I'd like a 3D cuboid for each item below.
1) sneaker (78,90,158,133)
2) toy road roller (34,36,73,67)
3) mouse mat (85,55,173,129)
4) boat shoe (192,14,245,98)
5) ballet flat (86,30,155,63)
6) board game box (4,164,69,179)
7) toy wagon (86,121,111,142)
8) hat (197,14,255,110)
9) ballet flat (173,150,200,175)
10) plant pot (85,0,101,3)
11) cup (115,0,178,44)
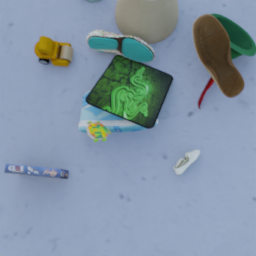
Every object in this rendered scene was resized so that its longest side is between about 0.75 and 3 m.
[{"bbox_3d":[-0.364,-0.761,9.656,2.727,1.085,1.780,-2,79,-1],"label":"sneaker"},{"bbox_3d":[-2.724,-2.802,10.133,1.335,0.974,0.820,6,78,1],"label":"toy road roller"},{"bbox_3d":[0.158,-1.370,9.584,2.364,0.111,2.938,22,51,4],"label":"mouse mat"},{"bbox_3d":[2.660,-2.186,8.591,0.987,0.984,2.735,-34,115,11],"label":"boat shoe"},{"bbox_3d":[-0.233,-3.125,10.306,2.584,0.977,0.826,15,46,-1],"label":"ballet flat"},{"bbox_3d":[-2.926,1.431,9.134,1.732,1.173,0.300,6,79,1],"label":"board game box"},{"bbox_3d":[-0.880,0.098,8.698,0.897,0.177,0.696,-2,59,-40],"label":"toy wagon"},{"bbox_3d":[3.107,-2.604,10.478,2.173,2.309,2.623,45,43,9],"label":"hat"},{"bbox_3d":[1.980,1.103,9.527,0.398,0.398,1.147,44,84,8],"label":"ballet flat"},{"bbox_3d":[-1.390,-5.636,10.825,1.218,0.816,1.218,0,78,0],"label":"plant pot"},{"bbox_3d":[0.728,-4.581,10.111,2.479,1.773,2.479,0,78,-1],"label":"cup"}]
